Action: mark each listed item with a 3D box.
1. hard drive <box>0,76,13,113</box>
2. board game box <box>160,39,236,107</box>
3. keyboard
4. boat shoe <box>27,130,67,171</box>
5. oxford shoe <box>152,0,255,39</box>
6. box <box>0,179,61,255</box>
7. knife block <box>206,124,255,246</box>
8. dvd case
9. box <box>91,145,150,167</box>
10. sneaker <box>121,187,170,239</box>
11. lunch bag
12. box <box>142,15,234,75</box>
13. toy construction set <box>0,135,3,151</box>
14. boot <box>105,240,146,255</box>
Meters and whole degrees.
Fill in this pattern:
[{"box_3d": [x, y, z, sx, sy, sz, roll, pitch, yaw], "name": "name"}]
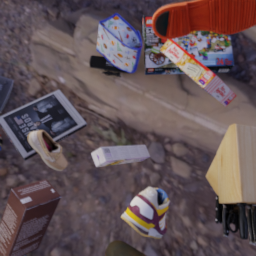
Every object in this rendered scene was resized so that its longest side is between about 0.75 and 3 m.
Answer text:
[{"box_3d": [-4.457, -1.063, 9.346, 0.948, 0.297, 1.406, 18, 77, 4], "name": "hard drive"}, {"box_3d": [1.844, -1.466, 7.449, 0.438, 1.432, 1.891, -49, 51, 16], "name": "board game box"}, {"box_3d": [-0.651, -2.067, 9.660, 1.405, 0.278, 0.731, 8, 62, -3], "name": "keyboard"}, {"box_3d": [-1.778, 0.540, 6.524, 0.435, 1.258, 0.464, -19, 38, 23], "name": "boat shoe"}, {"box_3d": [1.862, -2.734, 6.526, 2.647, 0.942, 0.960, -3, 35, 5], "name": "oxford shoe"}, {"box_3d": [-2.148, 1.963, 5.884, 0.633, 0.846, 1.690, 42, 117, 26], "name": "box"}, {"box_3d": [2.477, 1.248, 5.878, 0.687, 1.884, 2.146, 8, 117, -18], "name": "knife block"}, {"box_3d": [-2.309, -0.141, 7.610, 1.888, 0.234, 1.419, -31, 70, -28], "name": "dvd case"}, {"box_3d": [-0.120, 0.622, 6.398, 0.327, 1.690, 0.350, -32, 71, 31], "name": "box"}, {"box_3d": [0.557, 1.680, 5.638, 0.709, 1.892, 0.852, 35, 86, 25], "name": "sneaker"}, {"box_3d": [-0.196, -2.677, 9.157, 0.965, 1.325, 1.558, -38, 75, -22], "name": "lunch bag"}, {"box_3d": [1.996, -2.891, 9.665, 2.939, 0.554, 2.007, -2, 76, 0], "name": "box"}, {"box_3d": [-4.848, 0.153, 8.570, 1.320, 1.432, 1.717, -21, 74, 6], "name": "toy construction set"}, {"box_3d": [0.259, 2.899, 5.597, 1.059, 2.836, 1.374, -29, 122, -23], "name": "boot"}]
